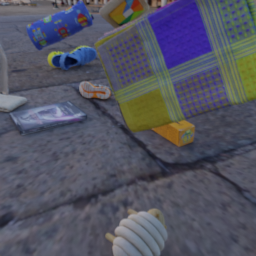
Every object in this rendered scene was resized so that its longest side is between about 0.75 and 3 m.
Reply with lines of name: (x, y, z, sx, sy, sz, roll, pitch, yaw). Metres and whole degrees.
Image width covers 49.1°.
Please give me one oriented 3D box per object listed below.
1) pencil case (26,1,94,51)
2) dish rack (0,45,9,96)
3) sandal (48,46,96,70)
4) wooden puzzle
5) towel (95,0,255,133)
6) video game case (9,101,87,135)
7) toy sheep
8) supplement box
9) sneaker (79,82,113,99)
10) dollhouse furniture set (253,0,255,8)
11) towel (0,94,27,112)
pencil case: (-2.098, -3.207, 8.708, 2.057, 0.803, 0.893, -24, 57, 3)
dish rack: (-2.603, -1.374, 4.318, 0.470, 1.854, 2.161, -38, 6, -25)
sandal: (-2.694, -3.449, 14.145, 2.483, 0.987, 1.081, -22, 37, -22)
wooden puzzle: (-0.074, -4.307, 10.330, 1.557, 0.313, 1.683, -33, -18, 17)
towel: (0.758, -1.042, 4.594, 2.672, 1.919, 0.304, -14, 6, 32)
video game case: (-2.501, -0.366, 8.729, 2.020, 0.192, 1.443, -15, 30, -29)
toy sheep: (0.128, 1.657, 4.118, 0.806, 0.806, 1.168, 22, 54, 37)
supplement box: (1.073, -0.089, 7.779, 0.546, 0.565, 1.641, -16, 29, -28)
sneaker: (-1.183, -1.365, 10.407, 1.468, 0.574, 0.567, 19, 19, 26)
dollhouse furniture set: (2.676, -2.914, 7.804, 2.793, 2.937, 2.393, -31, 66, -5)
towel: (-4.388, -0.861, 9.652, 1.470, 0.253, 0.974, 9, 30, 16)
